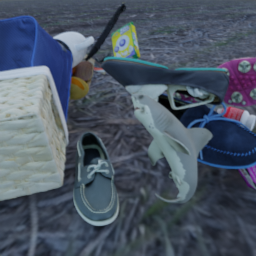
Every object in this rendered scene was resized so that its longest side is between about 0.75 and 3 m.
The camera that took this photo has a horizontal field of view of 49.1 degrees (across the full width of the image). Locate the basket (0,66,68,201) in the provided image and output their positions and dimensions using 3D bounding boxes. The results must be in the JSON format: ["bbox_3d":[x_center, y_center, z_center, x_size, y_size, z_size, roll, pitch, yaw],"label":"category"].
[{"bbox_3d":[-2.723,0.218,5.374,2.894,1.962,1.785,-12,35,-7],"label":"basket"}]

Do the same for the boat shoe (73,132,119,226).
[{"bbox_3d":[-0.734,0.926,5.819,0.880,0.746,2.416,-6,30,-10],"label":"boat shoe"}]

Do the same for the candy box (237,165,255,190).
[{"bbox_3d":[2.807,0.646,5.798,1.109,0.756,0.338,-39,16,-12],"label":"candy box"}]

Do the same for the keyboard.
[{"bbox_3d":[-0.603,-3.090,8.726,0.229,1.410,2.220,33,55,-16],"label":"keyboard"}]

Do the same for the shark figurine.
[{"bbox_3d":[0.926,0.473,4.362,0.947,2.270,1.356,-31,27,-20],"label":"shark figurine"}]

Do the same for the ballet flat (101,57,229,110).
[{"bbox_3d":[0.721,-0.776,5.245,2.483,0.907,0.907,4,29,-11],"label":"ballet flat"}]

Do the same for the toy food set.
[{"bbox_3d":[-1.991,-1.640,8.614,1.976,0.575,2.863,34,58,7],"label":"toy food set"}]

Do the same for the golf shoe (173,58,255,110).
[{"bbox_3d":[2.376,-0.969,6.610,1.292,1.064,2.824,-19,4,-42],"label":"golf shoe"}]

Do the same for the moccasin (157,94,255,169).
[{"bbox_3d":[1.375,-0.032,6.038,2.952,1.007,1.188,21,53,42],"label":"moccasin"}]

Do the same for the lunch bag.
[{"bbox_3d":[-2.569,-0.961,6.988,1.983,2.919,1.931,2,-9,20],"label":"lunch bag"}]

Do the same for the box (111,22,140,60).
[{"bbox_3d":[-0.086,-2.216,7.319,0.653,1.114,0.269,-21,-25,31],"label":"box"}]

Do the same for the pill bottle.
[{"bbox_3d":[3.101,-0.273,8.092,1.014,0.569,0.569,20,36,30],"label":"pill bottle"}]

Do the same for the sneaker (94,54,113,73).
[{"bbox_3d":[-0.401,-1.787,7.578,1.083,0.444,0.417,-12,30,-18],"label":"sneaker"}]

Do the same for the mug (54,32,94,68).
[{"bbox_3d":[-1.581,-2.335,8.151,1.312,0.968,1.150,-9,27,31],"label":"mug"}]
